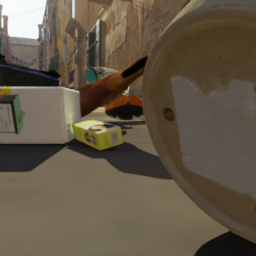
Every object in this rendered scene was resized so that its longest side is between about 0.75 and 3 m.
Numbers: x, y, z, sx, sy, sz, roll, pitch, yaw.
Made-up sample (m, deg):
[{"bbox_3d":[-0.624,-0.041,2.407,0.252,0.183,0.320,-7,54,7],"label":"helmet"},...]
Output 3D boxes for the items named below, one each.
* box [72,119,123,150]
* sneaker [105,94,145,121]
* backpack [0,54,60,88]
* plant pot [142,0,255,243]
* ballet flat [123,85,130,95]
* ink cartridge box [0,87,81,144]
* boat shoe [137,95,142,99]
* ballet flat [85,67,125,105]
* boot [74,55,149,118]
[{"bbox_3d":[-0.479,0.075,4.126,0.379,0.252,1.007,-17,15,-28],"label":"box"},{"bbox_3d":[0.467,-0.604,10.140,2.597,0.983,1.195,-3,-17,-1],"label":"sneaker"},{"bbox_3d":[-3.201,-0.935,7.242,2.242,1.508,2.047,7,1,36],"label":"backpack"},{"bbox_3d":[1.208,-0.389,1.620,2.173,2.035,2.035,-30,20,-29],"label":"plant pot"},{"bbox_3d":[-0.315,-1.306,10.047,0.619,0.558,1.645,4,-19,-21],"label":"ballet flat"},{"bbox_3d":[-1.944,-0.237,4.794,2.073,0.870,1.501,0,5,0],"label":"ink cartridge box"},{"bbox_3d":[0.571,-1.004,12.258,0.527,0.485,1.475,-12,28,16],"label":"boat shoe"},{"bbox_3d":[-0.629,-1.403,8.666,1.028,0.926,2.731,-19,25,-8],"label":"ballet flat"},{"bbox_3d":[-0.399,-0.713,5.366,1.686,0.613,1.791,-26,8,-25],"label":"boot"}]
